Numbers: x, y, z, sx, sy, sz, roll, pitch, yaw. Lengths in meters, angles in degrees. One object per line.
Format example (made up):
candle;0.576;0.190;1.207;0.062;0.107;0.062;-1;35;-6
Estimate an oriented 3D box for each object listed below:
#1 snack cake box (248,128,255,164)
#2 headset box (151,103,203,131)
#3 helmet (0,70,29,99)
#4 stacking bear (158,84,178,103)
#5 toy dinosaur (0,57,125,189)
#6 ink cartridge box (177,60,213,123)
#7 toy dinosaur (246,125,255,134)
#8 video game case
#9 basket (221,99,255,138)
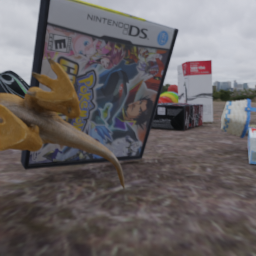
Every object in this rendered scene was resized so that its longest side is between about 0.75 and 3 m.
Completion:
snack cake box;3.163;0.381;6.164;0.969;0.566;1.685;2;7;23
headset box;1.961;-0.549;11.971;1.949;0.984;2.623;5;9;30
helmet;-4.031;-0.724;9.469;2.052;1.956;2.052;-32;14;9
stacking bear;2.116;-1.255;15.727;1.624;1.734;2.856;42;31;15
toy dinosaur;-0.938;-0.042;3.033;2.981;0.901;1.584;21;-13;-20
ink cartridge box;3.308;-1.786;14.058;1.219;2.942;2.159;-4;6;-3
toy dinosaur;4.835;0.077;8.976;2.348;0.557;1.035;7;3;23
video game case;-0.432;-0.591;4.762;2.387;2.642;0.337;0;24;-36
basket;2.930;-0.226;6.905;1.154;0.803;1.018;13;-26;14
